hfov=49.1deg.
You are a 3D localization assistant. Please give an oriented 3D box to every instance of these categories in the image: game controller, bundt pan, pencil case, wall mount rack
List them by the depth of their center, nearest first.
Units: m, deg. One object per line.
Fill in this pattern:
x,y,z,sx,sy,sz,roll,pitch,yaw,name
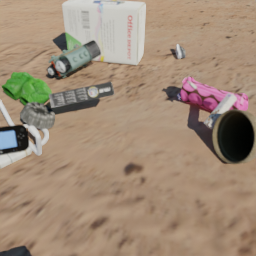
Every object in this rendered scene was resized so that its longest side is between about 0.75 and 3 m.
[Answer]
-2.951,0.313,6.449,1.244,0.262,0.649,-10,70,-20,game controller
-3.405,0.072,6.451,2.868,1.069,2.492,-30,54,-36,wall mount rack
-2.355,-0.377,7.414,0.920,0.345,0.920,23,26,-12,bundt pan
2.444,-0.881,8.054,1.912,0.896,0.868,24,66,30,pencil case

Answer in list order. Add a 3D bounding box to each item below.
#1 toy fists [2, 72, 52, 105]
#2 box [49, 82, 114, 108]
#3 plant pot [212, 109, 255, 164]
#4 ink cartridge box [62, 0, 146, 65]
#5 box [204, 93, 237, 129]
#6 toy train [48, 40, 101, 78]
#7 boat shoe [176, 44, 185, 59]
-3.066,-1.221,8.537,1.719,0.591,0.876,26,58,30,toy fists
-1.236,-0.864,7.352,1.561,0.346,1.251,-14,9,-11,box
2.796,0.203,6.490,1.081,1.246,1.246,1,34,-25,plant pot
-0.862,-3.769,10.915,2.918,2.120,1.277,10,37,13,ink cartridge box
2.295,-0.419,6.981,0.993,0.206,0.192,-51,30,0,box
-1.892,-2.444,9.891,1.138,0.851,1.997,-6,26,48,toy train
2.192,-3.173,11.614,0.337,0.357,0.995,0,39,0,boat shoe
